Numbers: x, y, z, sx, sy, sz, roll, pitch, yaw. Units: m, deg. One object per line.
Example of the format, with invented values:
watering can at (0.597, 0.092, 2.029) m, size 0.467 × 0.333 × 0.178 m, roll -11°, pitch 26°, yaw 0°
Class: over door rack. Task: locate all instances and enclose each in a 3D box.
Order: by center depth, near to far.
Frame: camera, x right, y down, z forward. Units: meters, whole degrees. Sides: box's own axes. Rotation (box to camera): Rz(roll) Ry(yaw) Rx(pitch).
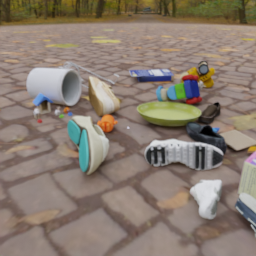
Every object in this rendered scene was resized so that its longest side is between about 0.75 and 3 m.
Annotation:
over door rack at (-2.145, -2.290, 13.914) m, size 2.948 × 0.982 × 2.178 m, roll 16°, pitch 28°, yaw 1°

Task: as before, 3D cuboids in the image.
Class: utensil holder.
utensil holder at (-3.177, -1.814, 12.068) m, size 1.815 × 1.542 × 1.542 m, roll 10°, pitch 27°, yaw 22°

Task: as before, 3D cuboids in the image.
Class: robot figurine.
robot figurine at (-0.726, -0.156, 9.830) m, size 0.591 × 0.479 × 0.822 m, roll -36°, pitch 18°, yaw 19°

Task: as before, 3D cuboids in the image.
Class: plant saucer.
plant saucer at (1.503, -0.516, 10.496) m, size 2.362 × 0.367 × 2.362 m, roll 2°, pitch 20°, yaw -1°

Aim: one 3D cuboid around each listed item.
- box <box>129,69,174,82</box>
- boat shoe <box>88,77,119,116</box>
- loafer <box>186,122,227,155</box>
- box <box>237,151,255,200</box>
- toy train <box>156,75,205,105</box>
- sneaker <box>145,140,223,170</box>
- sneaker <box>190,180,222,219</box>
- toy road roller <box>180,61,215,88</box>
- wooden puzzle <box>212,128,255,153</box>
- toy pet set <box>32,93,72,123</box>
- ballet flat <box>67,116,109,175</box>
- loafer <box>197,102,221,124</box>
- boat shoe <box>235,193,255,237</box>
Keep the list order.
box at (1.264, -2.946, 15.733) m, size 2.331 × 0.378 × 1.412 m, roll -1°, pitch 25°, yaw -6°
boat shoe at (-1.069, -1.364, 11.834) m, size 0.976 × 1.040 × 2.821 m, roll -6°, pitch 35°, yaw -17°
loafer at (2.454, 0.184, 8.868) m, size 0.646 × 0.668 × 1.902 m, roll -9°, pitch 27°, yaw -16°
box at (3.886, 1.184, 6.465) m, size 1.952 × 0.944 × 1.717 m, roll 23°, pitch 34°, yaw 39°
toy train at (2.385, -1.589, 12.357) m, size 1.602 × 1.172 × 2.769 m, roll -9°, pitch 4°, yaw 26°
sneaker at (1.563, 0.659, 7.873) m, size 2.117 × 0.795 × 0.858 m, roll 5°, pitch 18°, yaw 9°
sneaker at (1.688, 1.579, 6.282) m, size 0.659 × 0.517 × 1.327 m, roll 5°, pitch 16°, yaw 25°
toy road roller at (3.633, -2.509, 14.372) m, size 1.738 × 1.268 × 1.068 m, roll -31°, pitch 14°, yaw 24°
wooden puzzle at (3.449, 0.417, 8.969) m, size 1.219 × 0.211 × 1.807 m, roll -5°, pitch 26°, yaw -19°
toy pet set at (-3.105, -0.875, 11.016) m, size 1.380 × 0.733 × 1.288 m, roll -16°, pitch 30°, yaw -31°
ballet flat at (-1.076, 0.377, 8.229) m, size 1.040 × 1.040 × 2.995 m, roll -9°, pitch 27°, yaw -18°
loafer at (3.097, -0.620, 10.684) m, size 0.566 × 0.553 × 1.551 m, roll 16°, pitch 30°, yaw 30°
boat shoe at (2.647, 1.887, 5.594) m, size 0.497 × 0.410 × 1.326 m, roll 3°, pitch 29°, yaw -32°
